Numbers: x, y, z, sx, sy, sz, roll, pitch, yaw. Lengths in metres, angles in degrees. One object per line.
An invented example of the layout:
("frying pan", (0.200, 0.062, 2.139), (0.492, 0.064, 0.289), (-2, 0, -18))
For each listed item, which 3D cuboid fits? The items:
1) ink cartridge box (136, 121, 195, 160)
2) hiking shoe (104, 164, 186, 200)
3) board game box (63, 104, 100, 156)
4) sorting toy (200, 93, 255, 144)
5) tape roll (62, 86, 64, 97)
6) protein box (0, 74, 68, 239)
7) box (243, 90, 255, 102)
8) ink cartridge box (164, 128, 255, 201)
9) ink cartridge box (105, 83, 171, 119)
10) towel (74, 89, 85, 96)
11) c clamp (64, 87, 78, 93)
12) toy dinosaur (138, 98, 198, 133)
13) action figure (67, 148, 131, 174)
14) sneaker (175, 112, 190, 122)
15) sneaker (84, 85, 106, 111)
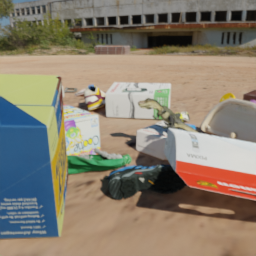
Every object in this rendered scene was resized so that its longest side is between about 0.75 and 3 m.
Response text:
("ink cartridge box", (1.037, 0.275, 7.636), (1.029, 0.594, 1.409), (15, 23, 38))
("hiking shoe", (0.386, 0.935, 5.577), (1.655, 0.616, 0.718), (-3, 19, -11))
("board game box", (-1.756, 0.099, 7.193), (1.143, 1.123, 2.180), (-13, 20, -35))
("sorting toy", (3.811, -0.011, 7.998), (2.222, 1.319, 2.469), (14, 9, -27))
("tape roll", (-4.204, -1.558, 12.926), (2.452, 0.448, 2.452), (-2, 27, 1))
("protein box", (-1.964, 0.425, 4.031), (2.005, 2.019, 1.362), (0, 35, -6))
("box", (4.699, -0.630, 9.572), (1.302, 1.080, 1.069), (18, 26, 38))
("ink cartridge box", (1.932, 0.601, 5.048), (2.275, 0.672, 2.842), (11, 4, 0))
("ink cartridge box", (0.428, -1.091, 10.940), (2.381, 1.001, 1.738), (2, 23, 9))
("towel", (-2.216, -1.922, 14.524), (0.913, 0.147, 0.872), (-9, 20, 33))
("c clamp", (-3.360, -2.129, 15.716), (1.035, 0.164, 1.212), (0, 18, 1))
("toy dinosaur", (1.159, -0.044, 6.919), (2.095, 0.497, 0.923), (35, 31, -11))
("action figure", (-0.724, 0.732, 6.166), (1.697, 0.464, 1.003), (1, -24, -21))
("sneaker", (1.827, -0.372, 9.962), (0.968, 0.360, 0.410), (4, -18, -45))
("sneaker", (-1.345, -1.465, 12.120), (0.809, 0.973, 2.159), (-16, 16, 10))
